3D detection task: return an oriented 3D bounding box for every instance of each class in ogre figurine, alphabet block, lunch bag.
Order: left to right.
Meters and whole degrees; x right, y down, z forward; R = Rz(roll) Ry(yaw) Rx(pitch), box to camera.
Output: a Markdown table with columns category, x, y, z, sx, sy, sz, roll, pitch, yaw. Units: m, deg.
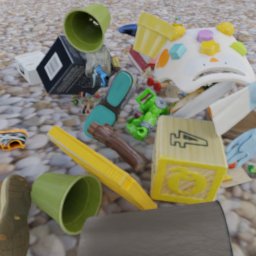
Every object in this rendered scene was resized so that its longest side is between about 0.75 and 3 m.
| category | x | y | z | sx | sy | sz | roll | pitch | yaw |
| --- | --- | --- | --- | --- | --- | --- | --- | --- | --- |
| lunch bag | -1.017 | -2.116 | 9.134 | 0.789 | 0.655 | 0.940 | -9 | 62 | 10 |
| ogre figurine | 0.549 | -0.380 | 8.514 | 1.123 | 1.372 | 2.288 | 39 | 6 | 10 |
| alphabet block | 1.501 | 0.854 | 7.460 | 1.656 | 1.647 | 1.686 | 6 | 41 | 3 |

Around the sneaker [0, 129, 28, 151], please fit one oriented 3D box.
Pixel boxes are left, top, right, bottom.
| category | x | y | z | sx | sy | sz | roll | pitch | yaw |
| --- | --- | --- | --- | --- | --- | --- | --- | --- | --- |
| sneaker | -4.013 | 0.464 | 8.924 | 1.573 | 0.616 | 0.607 | -12 | 49 | -13 |

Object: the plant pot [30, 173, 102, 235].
| category | x | y | z | sx | sy | sz | roll | pitch | yaw |
| --- | --- | --- | --- | --- | --- | --- | --- | --- | --- |
| plant pot | -1.612 | 1.675 | 6.900 | 1.368 | 1.440 | 1.440 | 10 | 37 | 33 |

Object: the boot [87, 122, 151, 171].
| category | x | y | z | sx | sy | sz | roll | pitch | yaw |
| --- | --- | --- | --- | --- | --- | --- | --- | --- | --- |
| boot | -0.143 | 0.542 | 7.568 | 1.774 | 0.570 | 1.653 | 33 | 5 | 14 |

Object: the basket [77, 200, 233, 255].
| category | x | y | z | sx | sy | sz | roll | pitch | yaw |
| --- | --- | --- | --- | --- | --- | --- | --- | --- | --- |
| basket | 0.475 | 2.534 | 5.371 | 2.633 | 1.791 | 2.374 | -1 | 49 | 6 |

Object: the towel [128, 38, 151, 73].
| category | x | y | z | sx | sy | sz | roll | pitch | yaw |
| --- | --- | --- | --- | --- | --- | --- | --- | --- | --- |
| towel | 0.694 | -3.617 | 12.728 | 0.228 | 2.003 | 1.443 | -11 | 56 | -33 |

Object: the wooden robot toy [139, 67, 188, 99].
| category | x | y | z | sx | sy | sz | roll | pitch | yaw |
| --- | --- | --- | --- | --- | --- | --- | --- | --- | --- |
| wooden robot toy | 1.678 | -2.093 | 11.258 | 1.305 | 1.344 | 2.962 | -8 | 38 | -43 |

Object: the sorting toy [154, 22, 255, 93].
| category | x | y | z | sx | sy | sz | roll | pitch | yaw |
| --- | --- | --- | --- | --- | --- | --- | --- | --- | --- |
| sorting toy | 2.307 | -1.772 | 7.966 | 2.948 | 1.575 | 2.654 | -4 | 38 | 2 |

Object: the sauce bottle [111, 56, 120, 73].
| category | x | y | z | sx | sy | sz | roll | pitch | yaw |
| --- | --- | --- | --- | --- | --- | --- | --- | --- | --- |
| sauce bottle | -0.418 | -2.276 | 10.402 | 0.267 | 0.267 | 0.809 | -14 | 75 | -17 |

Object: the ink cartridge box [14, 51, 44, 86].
| category | x | y | z | sx | sy | sz | roll | pitch | yaw |
| --- | --- | --- | --- | --- | --- | --- | --- | --- | --- |
| ink cartridge box | -4.263 | -2.803 | 12.969 | 1.303 | 0.740 | 1.788 | -24 | 44 | -28 |

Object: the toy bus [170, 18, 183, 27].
| category | x | y | z | sx | sy | sz | roll | pitch | yaw |
| --- | --- | --- | --- | --- | --- | --- | --- | --- | --- |
| toy bus | 1.892 | -4.108 | 11.437 | 0.356 | 0.690 | 0.651 | -17 | 79 | -35 |

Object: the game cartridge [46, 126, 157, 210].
| category | x | y | z | sx | sy | sz | roll | pitch | yaw |
| --- | --- | --- | --- | --- | --- | --- | --- | --- | --- |
| game cartridge | -0.585 | 1.070 | 6.859 | 2.515 | 2.217 | 0.408 | 27 | 72 | 31 |

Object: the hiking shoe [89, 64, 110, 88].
| category | x | y | z | sx | sy | sz | roll | pitch | yaw |
| --- | --- | --- | --- | --- | --- | --- | --- | --- | --- |
| hiking shoe | -0.662 | -1.186 | 6.634 | 0.441 | 0.379 | 1.018 | 10 | 34 | -9 |

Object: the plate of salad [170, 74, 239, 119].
| category | x | y | z | sx | sy | sz | roll | pitch | yaw |
| --- | --- | --- | --- | --- | --- | --- | --- | --- | --- |
| plate of salad | 2.161 | -0.923 | 8.298 | 2.478 | 2.478 | 0.595 | -26 | 78 | -30 |

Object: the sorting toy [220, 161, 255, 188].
| category | x | y | z | sx | sy | sz | roll | pitch | yaw |
| --- | --- | --- | --- | --- | --- | --- | --- | --- | --- |
| sorting toy | 3.133 | 1.217 | 8.245 | 1.392 | 0.205 | 1.029 | -11 | 39 | -14 |

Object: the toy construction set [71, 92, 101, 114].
| category | x | y | z | sx | sy | sz | roll | pitch | yaw |
| --- | --- | --- | --- | --- | --- | --- | --- | --- | --- |
| toy construction set | -1.426 | -1.013 | 10.405 | 0.991 | 0.827 | 0.762 | -18 | 10 | 19 |

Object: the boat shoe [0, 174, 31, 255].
| category | x | y | z | sx | sy | sz | roll | pitch | yaw |
| --- | --- | --- | --- | --- | --- | --- | --- | --- | --- |
| boat shoe | -2.866 | 2.354 | 6.356 | 0.903 | 0.962 | 2.673 | -28 | 43 | 18 |

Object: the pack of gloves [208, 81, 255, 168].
| category | x | y | z | sx | sy | sz | roll | pitch | yaw |
| --- | --- | --- | --- | --- | --- | --- | --- | --- | --- |
| pack of gloves | 3.398 | -0.317 | 7.417 | 2.703 | 2.271 | 0.533 | -28 | 31 | -6 |

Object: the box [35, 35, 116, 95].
| category | x | y | z | sx | sy | sz | roll | pitch | yaw |
| --- | --- | --- | --- | --- | --- | --- | --- | --- | --- |
| box | -1.870 | -2.228 | 10.500 | 2.362 | 1.753 | 1.265 | -6 | 63 | -52 |

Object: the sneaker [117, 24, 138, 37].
| category | x | y | z | sx | sy | sz | roll | pitch | yaw |
| --- | --- | --- | --- | --- | --- | --- | --- | --- | --- |
| sneaker | 0.350 | -3.571 | 10.540 | 1.539 | 0.600 | 0.540 | 5 | 35 | 22 |

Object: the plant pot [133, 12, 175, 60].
| category | x | y | z | sx | sy | sz | roll | pitch | yaw |
| --- | --- | --- | --- | --- | --- | --- | --- | --- | --- |
| plant pot | 0.605 | -2.399 | 7.466 | 1.017 | 0.956 | 1.017 | 24 | 15 | -7 |

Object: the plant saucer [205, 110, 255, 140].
| category | x | y | z | sx | sy | sz | roll | pitch | yaw |
| --- | --- | --- | --- | --- | --- | --- | --- | --- | --- |
| plant saucer | 3.847 | -0.331 | 10.085 | 2.103 | 0.310 | 2.103 | 2 | 39 | -1 |

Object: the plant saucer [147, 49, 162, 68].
| category | x | y | z | sx | sy | sz | roll | pitch | yaw |
| --- | --- | --- | --- | --- | --- | --- | --- | --- | --- |
| plant saucer | 1.405 | -3.567 | 14.258 | 2.075 | 0.381 | 2.072 | 12 | 39 | 14 |

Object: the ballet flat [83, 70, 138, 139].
| category | x | y | z | sx | sy | sz | roll | pitch | yaw |
| --- | --- | --- | --- | --- | --- | --- | --- | --- | --- |
| ballet flat | -0.494 | -0.720 | 9.129 | 0.962 | 2.675 | 0.962 | 29 | 27 | -16 |

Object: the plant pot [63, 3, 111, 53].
| category | x | y | z | sx | sy | sz | roll | pitch | yaw |
| --- | --- | --- | --- | --- | --- | --- | --- | --- | --- |
| plant pot | -1.176 | -3.352 | 9.014 | 1.394 | 1.394 | 1.324 | 11 | 44 | 14 |
